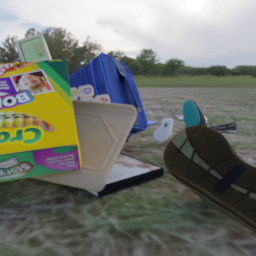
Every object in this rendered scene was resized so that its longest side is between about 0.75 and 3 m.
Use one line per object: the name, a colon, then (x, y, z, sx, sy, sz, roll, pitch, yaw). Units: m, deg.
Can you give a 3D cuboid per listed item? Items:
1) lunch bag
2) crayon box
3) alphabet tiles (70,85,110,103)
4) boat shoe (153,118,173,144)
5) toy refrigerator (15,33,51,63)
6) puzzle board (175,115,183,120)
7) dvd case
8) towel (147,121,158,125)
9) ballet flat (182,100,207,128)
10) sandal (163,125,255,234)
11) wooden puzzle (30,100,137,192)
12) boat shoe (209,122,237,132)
lunch bag: (-0.534, -0.706, 7.983, 1.694, 2.561, 1.740, -29, -21, 30)
crayon box: (-2.456, -0.192, 5.216, 2.858, 0.833, 2.466, -8, 47, -11)
alphabet tiles: (-1.123, -0.261, 6.741, 1.468, 1.500, 0.110, -9, -8, 1)
boat shoe: (1.158, 0.179, 9.096, 0.500, 0.456, 1.389, 4, 32, 17)
toy refrigerator: (-2.500, -1.556, 8.070, 0.798, 2.103, 0.736, -19, -8, -7)
puzzle board: (2.956, -0.544, 14.165, 0.967, 0.112, 1.283, 0, 11, 0)
dvd case: (-0.648, 0.875, 6.387, 1.735, 0.213, 2.432, -9, 14, -39)
towel: (0.659, -0.242, 12.500, 0.833, 0.137, 1.150, 11, 15, 43)
ballet flat: (1.914, 0.052, 7.527, 0.613, 1.679, 0.613, -12, -21, -5)
sandal: (1.626, 0.874, 4.635, 1.180, 0.788, 2.888, -38, 38, -14)
wooden puzzle: (-0.966, 0.268, 5.731, 1.887, 0.380, 2.040, 7, 49, 20)
boat shoe: (3.567, -0.033, 10.797, 1.247, 0.355, 0.417, -1, 11, -7)
